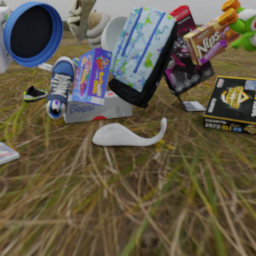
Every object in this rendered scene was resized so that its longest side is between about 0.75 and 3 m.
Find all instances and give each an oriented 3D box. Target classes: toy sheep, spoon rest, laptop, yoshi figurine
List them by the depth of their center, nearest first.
[{"bbox_3d":[3.201,-2.652,7.735,1.814,1.020,1.016,30,24,-20],"label":"yoshi figurine"},{"bbox_3d":[0.040,0.252,9.622,2.628,0.797,1.306,-7,18,18],"label":"spoon rest"},{"bbox_3d":[-1.110,-4.281,12.917,1.874,1.874,2.718,22,-6,42],"label":"toy sheep"},{"bbox_3d":[2.823,-1.345,13.155,1.390,0.806,1.301,-2,23,-5],"label":"laptop"}]

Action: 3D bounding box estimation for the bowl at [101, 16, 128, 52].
[{"bbox_3d":[-0.363,-3.343,11.119,1.927,1.927,0.866,-17,14,-36],"label":"bowl"}]

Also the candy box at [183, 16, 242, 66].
[{"bbox_3d":[2.922,-3.059,9.580,1.811,1.056,0.511,-30,26,-4],"label":"candy box"}]

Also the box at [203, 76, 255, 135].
[{"bbox_3d":[4.448,-0.980,11.253,2.285,0.706,2.861,12,46,22],"label":"box"}]

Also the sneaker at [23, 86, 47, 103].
[{"bbox_3d":[-4.759,-1.851,14.471,0.629,0.726,1.753,5,23,13],"label":"sneaker"}]

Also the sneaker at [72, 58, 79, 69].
[{"bbox_3d":[-1.850,-2.517,12.181,1.358,0.482,0.563,42,4,-8],"label":"sneaker"}]

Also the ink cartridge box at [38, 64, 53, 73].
[{"bbox_3d":[-2.954,-2.296,11.252,0.808,0.251,1.004,20,4,37],"label":"ink cartridge box"}]

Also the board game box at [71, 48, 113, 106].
[{"bbox_3d":[-0.961,-1.218,6.990,0.410,1.232,1.833,10,4,-22],"label":"board game box"}]

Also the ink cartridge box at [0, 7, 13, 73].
[{"bbox_3d":[-4.212,-2.564,8.076,1.438,1.445,1.969,-4,33,-5],"label":"ink cartridge box"}]

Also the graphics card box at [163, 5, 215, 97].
[{"bbox_3d":[1.936,-2.874,10.697,1.822,2.904,0.739,-30,24,-2],"label":"graphics card box"}]

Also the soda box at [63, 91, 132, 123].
[{"bbox_3d":[-1.300,-0.927,11.901,2.882,0.984,0.914,-7,23,-16],"label":"soda box"}]

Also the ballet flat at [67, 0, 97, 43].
[{"bbox_3d":[-1.040,-2.324,5.752,0.464,1.487,0.502,-15,71,-27],"label":"ballet flat"}]

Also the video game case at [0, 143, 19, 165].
[{"bbox_3d":[-4.256,0.886,8.602,1.215,0.153,1.333,20,30,39],"label":"video game case"}]

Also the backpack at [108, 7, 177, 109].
[{"bbox_3d":[0.442,-2.088,8.043,2.007,2.611,2.130,39,11,7],"label":"backpack"}]

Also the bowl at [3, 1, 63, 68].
[{"bbox_3d":[-2.726,-2.694,8.106,0.376,1.916,1.916,34,35,20],"label":"bowl"}]

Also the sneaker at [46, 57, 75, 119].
[{"bbox_3d":[-1.947,-1.048,8.089,0.674,1.674,1.226,11,35,-20],"label":"sneaker"}]
